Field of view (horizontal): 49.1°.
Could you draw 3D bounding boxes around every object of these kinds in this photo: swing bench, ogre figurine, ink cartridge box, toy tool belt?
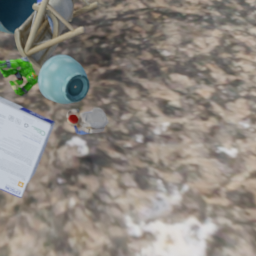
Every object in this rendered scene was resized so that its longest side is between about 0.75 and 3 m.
[{"bbox_3d":[-2.263,-3.209,8.495,2.155,1.398,2.144,-31,33,30],"label":"swing bench"},{"bbox_3d":[-2.922,-1.448,7.638,0.777,1.296,0.636,-30,38,-10],"label":"ogre figurine"},{"bbox_3d":[-3.384,0.405,7.400,2.239,0.494,2.281,25,105,-4],"label":"ink cartridge box"},{"bbox_3d":[-1.263,-0.098,8.200,1.258,0.773,0.786,-7,63,-36],"label":"toy tool belt"}]

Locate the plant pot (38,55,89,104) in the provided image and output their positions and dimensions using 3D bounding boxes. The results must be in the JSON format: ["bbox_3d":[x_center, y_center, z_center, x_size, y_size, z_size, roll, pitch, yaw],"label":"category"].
[{"bbox_3d":[-1.461,-1.089,6.862,1.204,1.204,0.806,-43,50,-20],"label":"plant pot"}]

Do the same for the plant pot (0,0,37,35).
[{"bbox_3d":[-4.706,-4.841,9.552,2.002,2.973,2.973,10,63,8],"label":"plant pot"}]

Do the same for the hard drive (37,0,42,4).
[{"bbox_3d":[-4.334,-6.301,13.479,0.810,0.156,1.227,26,65,13],"label":"hard drive"}]
